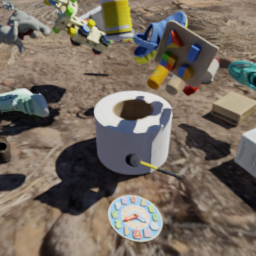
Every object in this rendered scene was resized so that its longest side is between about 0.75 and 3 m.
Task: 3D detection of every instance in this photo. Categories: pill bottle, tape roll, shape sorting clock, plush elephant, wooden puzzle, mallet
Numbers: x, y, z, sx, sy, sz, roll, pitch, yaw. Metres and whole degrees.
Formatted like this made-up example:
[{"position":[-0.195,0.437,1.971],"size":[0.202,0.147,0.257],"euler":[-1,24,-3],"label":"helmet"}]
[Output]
[{"position":[-0.271,-2.552,6.213],"size":[0.634,1.128,0.634],"euler":[-7,20,2],"label":"pill bottle"},{"position":[0.133,0.080,8.097],"size":[2.169,1.489,2.169],"euler":[0,35,0],"label":"tape roll"},{"position":[0.123,1.495,4.711],"size":[0.933,0.183,0.933],"euler":[11,37,-8],"label":"shape sorting clock"},{"position":[-2.933,-2.518,7.422],"size":[1.098,1.334,1.033],"euler":[15,75,41],"label":"plush elephant"},{"position":[1.156,-1.522,5.999],"size":[1.205,1.116,0.279],"euler":[35,52,14],"label":"wooden puzzle"},{"position":[0.360,0.536,3.731],"size":[0.820,0.169,0.270],"euler":[20,-7,-6],"label":"mallet"}]

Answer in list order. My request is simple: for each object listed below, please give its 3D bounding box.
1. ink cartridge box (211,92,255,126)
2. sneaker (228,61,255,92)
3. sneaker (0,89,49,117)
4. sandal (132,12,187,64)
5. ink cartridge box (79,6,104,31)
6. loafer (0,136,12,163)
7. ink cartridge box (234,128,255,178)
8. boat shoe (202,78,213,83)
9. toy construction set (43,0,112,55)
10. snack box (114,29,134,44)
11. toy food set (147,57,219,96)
[{"position":[3.814,-0.713,10.049],"size":[1.311,0.492,1.080],"euler":[-29,44,-33],"label":"ink cartridge box"},{"position":[3.758,-1.518,8.339],"size":[0.810,0.788,2.035],"euler":[20,22,-41],"label":"sneaker"},{"position":[-3.761,-0.727,9.759],"size":[1.335,0.833,2.264],"euler":[-24,32,-38],"label":"sneaker"},{"position":[1.023,-3.180,9.521],"size":[2.255,0.982,0.896],"euler":[-40,49,3],"label":"sandal"},{"position":[-1.236,-4.043,10.581],"size":[1.643,0.692,1.188],"euler":[-20,31,22],"label":"ink cartridge box"},{"position":[-3.747,0.541,8.375],"size":[0.427,0.417,1.169],"euler":[-21,41,-26],"label":"loafer"},{"position":[4.409,0.932,7.286],"size":[1.827,1.035,2.492],"euler":[-19,40,-24],"label":"ink cartridge box"},{"position":[3.162,-2.168,12.180],"size":[1.073,0.386,0.333],"euler":[6,38,4],"label":"boat shoe"},{"position":[-1.311,-3.350,8.907],"size":[2.612,1.203,1.713],"euler":[2,60,-29],"label":"toy construction set"},{"position":[-0.174,-4.054,12.389],"size":[0.837,0.595,0.222],"euler":[2,2,4],"label":"snack box"},{"position":[1.487,-1.534,6.969],"size":[1.039,2.177,0.980],"euler":[39,63,-11],"label":"toy food set"}]
